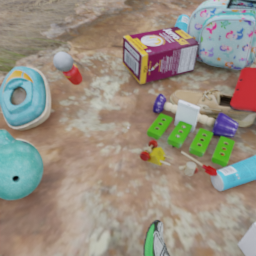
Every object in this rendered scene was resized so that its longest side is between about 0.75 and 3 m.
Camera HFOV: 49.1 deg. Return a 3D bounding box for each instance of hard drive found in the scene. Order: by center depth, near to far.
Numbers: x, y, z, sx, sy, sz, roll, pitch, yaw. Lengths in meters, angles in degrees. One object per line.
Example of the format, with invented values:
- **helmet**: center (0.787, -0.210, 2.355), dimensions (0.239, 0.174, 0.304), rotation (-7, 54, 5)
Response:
- **hard drive**: center (1.838, -0.353, 8.838), dimensions (0.674, 1.022, 0.136), rotation (24, 51, 20)

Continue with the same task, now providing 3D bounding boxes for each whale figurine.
- **whale figurine**: center (-3.262, 0.986, 6.816), dimensions (2.381, 1.894, 1.235), rotation (16, 4, -31)

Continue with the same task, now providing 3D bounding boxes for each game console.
- **game console**: center (4.867, -0.783, 9.274), dimensions (1.605, 2.331, 2.705), rotation (-23, 24, 44)

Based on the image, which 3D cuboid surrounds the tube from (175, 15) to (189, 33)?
- **tube**: center (2.411, -4.413, 13.008), dimensions (0.889, 0.579, 2.296), rotation (7, 52, 17)

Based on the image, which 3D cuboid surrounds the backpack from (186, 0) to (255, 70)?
- **backpack**: center (3.700, -3.648, 10.953), dimensions (2.809, 2.493, 2.114), rotation (18, 45, 22)

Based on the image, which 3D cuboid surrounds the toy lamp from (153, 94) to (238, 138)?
- **toy lamp**: center (2.145, -0.380, 9.051), dimensions (2.693, 0.784, 0.784), rotation (21, 50, 18)

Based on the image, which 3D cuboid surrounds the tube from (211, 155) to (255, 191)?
- **tube**: center (3.311, 1.190, 7.798), dimensions (2.064, 0.520, 0.799), rotation (-14, 54, -17)

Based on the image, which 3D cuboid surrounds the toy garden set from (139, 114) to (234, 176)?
- **toy garden set**: center (1.642, 0.671, 8.185), dimensions (2.428, 0.485, 2.024), rotation (23, 42, 18)

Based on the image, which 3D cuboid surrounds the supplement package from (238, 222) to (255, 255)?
- **supplement package**: center (3.513, 2.848, 5.717), dimensions (1.233, 1.218, 2.034), rotation (-18, 50, -16)

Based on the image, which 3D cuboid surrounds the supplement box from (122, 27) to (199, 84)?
- **supplement box**: center (1.219, -2.872, 10.919), dimensions (2.485, 1.282, 1.627), rotation (-18, 47, -20)

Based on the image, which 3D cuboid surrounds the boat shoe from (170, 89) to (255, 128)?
- **boat shoe**: center (2.839, -0.890, 9.404), dimensions (2.861, 0.923, 1.020), rotation (15, 49, 13)

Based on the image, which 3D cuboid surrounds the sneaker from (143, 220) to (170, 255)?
- **sneaker**: center (0.788, 2.843, 5.715), dimensions (0.802, 0.734, 1.882), rotation (-13, 74, 11)

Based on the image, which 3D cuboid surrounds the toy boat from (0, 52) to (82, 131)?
- **toy boat**: center (-2.922, -1.389, 9.029), dimensions (2.878, 1.338, 2.420), rotation (-27, 62, 3)
